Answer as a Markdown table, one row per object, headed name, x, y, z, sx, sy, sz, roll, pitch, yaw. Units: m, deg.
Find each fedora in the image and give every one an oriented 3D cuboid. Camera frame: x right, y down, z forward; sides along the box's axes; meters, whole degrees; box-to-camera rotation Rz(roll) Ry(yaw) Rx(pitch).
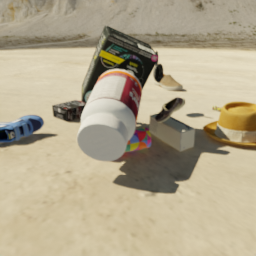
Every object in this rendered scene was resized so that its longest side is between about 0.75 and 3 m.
| name | x | y | z | sx | sy | sz | roll | pitch | yaw |
| --- | --- | --- | --- | --- | --- | --- | --- | --- | --- |
| fedora | 4.169 | -0.273 | 10.258 | 2.839 | 1.158 | 2.839 | 1 | 20 | 0 |

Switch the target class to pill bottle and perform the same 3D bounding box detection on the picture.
| name | x | y | z | sx | sy | sz | roll | pitch | yaw |
| --- | --- | --- | --- | --- | --- | --- | --- | --- | --- |
| pill bottle | -0.467 | -0.429 | 7.956 | 1.503 | 1.503 | 2.744 | 3 | 38 | 8 |

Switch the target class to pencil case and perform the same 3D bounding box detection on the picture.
| name | x | y | z | sx | sy | sz | roll | pitch | yaw |
| --- | --- | --- | --- | --- | --- | --- | --- | --- | --- |
| pencil case | -0.094 | 0.447 | 8.867 | 1.720 | 0.760 | 0.760 | -9 | 22 | -21 |

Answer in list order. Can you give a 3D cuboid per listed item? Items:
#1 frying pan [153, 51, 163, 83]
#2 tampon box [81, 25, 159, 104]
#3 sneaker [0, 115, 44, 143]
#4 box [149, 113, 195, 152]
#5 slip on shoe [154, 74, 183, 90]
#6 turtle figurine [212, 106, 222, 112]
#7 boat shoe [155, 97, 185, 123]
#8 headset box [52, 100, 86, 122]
| name | x | y | z | sx | sy | sz | roll | pitch | yaw |
| --- | --- | --- | --- | --- | --- | --- | --- | --- | --- |
| frying pan | 1.225 | -2.561 | 12.161 | 0.226 | 1.391 | 0.841 | 11 | 64 | 32 |
| tampon box | -0.394 | -1.958 | 9.903 | 1.845 | 2.461 | 1.554 | 18 | 26 | -18 |
| sneaker | -3.967 | 0.097 | 9.952 | 2.006 | 0.742 | 0.825 | -17 | 28 | -23 |
| box | 1.477 | 0.090 | 9.756 | 0.616 | 0.740 | 1.801 | -15 | 29 | -27 |
| slip on shoe | 2.569 | -3.028 | 18.111 | 1.035 | 0.825 | 2.723 | -8 | 22 | -21 |
| turtle figurine | 4.396 | -0.903 | 13.187 | 0.901 | 0.290 | 0.727 | -25 | 23 | -32 |
| boat shoe | 1.262 | -0.605 | 8.951 | 0.392 | 1.209 | 0.435 | 23 | 45 | -36 |
| headset box | -2.455 | -0.812 | 12.528 | 1.104 | 0.573 | 1.483 | 17 | 26 | 39 |
